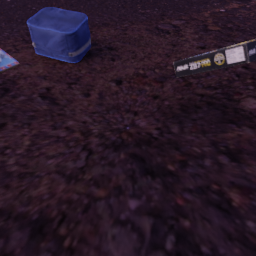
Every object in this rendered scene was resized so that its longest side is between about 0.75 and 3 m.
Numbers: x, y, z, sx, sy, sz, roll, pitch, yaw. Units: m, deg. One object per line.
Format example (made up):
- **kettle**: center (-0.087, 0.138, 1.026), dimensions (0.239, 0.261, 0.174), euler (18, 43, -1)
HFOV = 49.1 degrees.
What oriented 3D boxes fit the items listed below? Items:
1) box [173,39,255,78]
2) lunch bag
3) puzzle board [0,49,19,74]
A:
- **box**: center (2.498, -1.853, 7.397), dimensions (1.643, 0.500, 2.038), euler (-22, 12, -40)
- **lunch bag**: center (-2.864, -3.778, 11.625), dimensions (2.475, 1.638, 1.682), euler (18, 51, 16)
- **puzzle board**: center (-3.075, -1.417, 4.537), dimensions (1.847, 0.213, 2.451), euler (38, 21, -11)
